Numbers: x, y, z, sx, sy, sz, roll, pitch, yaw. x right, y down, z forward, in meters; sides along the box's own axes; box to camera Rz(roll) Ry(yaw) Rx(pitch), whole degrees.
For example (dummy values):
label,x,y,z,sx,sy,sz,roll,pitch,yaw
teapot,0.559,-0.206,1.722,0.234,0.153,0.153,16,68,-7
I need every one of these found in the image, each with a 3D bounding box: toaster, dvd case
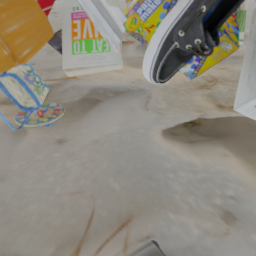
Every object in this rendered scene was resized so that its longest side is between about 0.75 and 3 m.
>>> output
label,x,y,z,sx,sy,sz,roll,pitch,yaw
toaster,0.296,2.061,4.002,0.595,0.523,0.921,-18,35,-23
dvd case,-1.666,-3.020,9.150,1.693,0.135,1.259,-40,63,-16

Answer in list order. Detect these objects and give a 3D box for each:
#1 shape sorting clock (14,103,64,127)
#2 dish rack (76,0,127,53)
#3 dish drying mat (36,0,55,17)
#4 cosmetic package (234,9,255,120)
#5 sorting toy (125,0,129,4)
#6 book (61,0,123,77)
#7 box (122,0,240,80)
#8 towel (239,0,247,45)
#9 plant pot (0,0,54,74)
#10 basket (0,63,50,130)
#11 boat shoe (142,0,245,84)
label,x,y,z,sx,sy,sz,roll,pitch,yaw
shape sorting clock,-2.669,-0.440,8.445,1.475,0.289,1.475,0,30,0
dish rack,-0.579,-1.863,3.703,0.376,1.726,1.481,-36,23,11
dish drying mat,-2.460,-4.367,8.925,0.158,1.733,0.666,30,5,21
cosmetic package,3.496,-1.617,4.770,1.687,2.744,2.735,24,67,-9
sorting toy,0.445,-3.688,8.956,0.194,0.987,1.066,-44,40,-8
book,-0.961,-2.608,7.476,1.533,2.295,0.551,-6,-12,5
box,1.483,-3.233,7.417,2.548,1.614,2.645,31,54,-21
towel,3.143,-4.306,9.757,0.331,2.825,2.155,-9,16,-41
plant pot,-2.738,-2.225,6.506,1.652,1.804,1.804,-37,41,-12
basket,-1.955,-0.600,4.904,0.707,0.897,1.017,3,50,41
boat shoe,1.418,-1.920,5.401,1.046,2.993,0.991,5,40,-50
